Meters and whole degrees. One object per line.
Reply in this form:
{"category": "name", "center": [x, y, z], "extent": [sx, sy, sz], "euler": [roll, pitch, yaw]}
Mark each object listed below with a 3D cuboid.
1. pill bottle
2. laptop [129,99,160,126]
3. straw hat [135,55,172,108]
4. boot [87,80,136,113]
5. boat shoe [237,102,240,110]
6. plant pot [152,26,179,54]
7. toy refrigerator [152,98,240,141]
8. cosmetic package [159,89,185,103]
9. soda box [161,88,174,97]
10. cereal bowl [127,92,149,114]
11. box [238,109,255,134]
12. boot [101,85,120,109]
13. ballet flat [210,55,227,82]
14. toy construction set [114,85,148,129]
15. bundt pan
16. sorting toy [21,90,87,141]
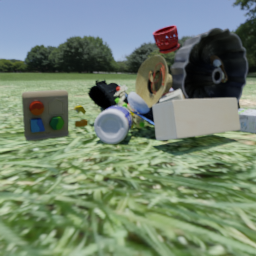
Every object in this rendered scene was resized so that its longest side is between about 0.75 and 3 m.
{"category": "pill bottle", "center": [-0.374, -0.164, 8.565], "extent": [0.975, 0.975, 1.629], "euler": [2, 13, 9]}
{"category": "laptop", "center": [1.079, -0.472, 9.075], "extent": [1.435, 0.836, 1.619], "euler": [33, 61, 22]}
{"category": "straw hat", "center": [1.008, -1.445, 9.078], "extent": [0.748, 1.768, 1.768], "euler": [3, 9, -31]}
{"category": "boot", "center": [-0.396, -0.967, 10.698], "extent": [2.212, 0.819, 1.813], "euler": [43, 21, 7]}
{"category": "boat shoe", "center": [4.138, -1.236, 11.401], "extent": [0.812, 2.178, 0.678], "euler": [-32, 26, -6]}
{"category": "plant pot", "center": [1.274, -2.881, 9.227], "extent": [0.805, 0.733, 0.805], "euler": [-15, 26, 8]}
{"category": "toy refrigerator", "center": [1.940, -0.267, 7.848], "extent": [2.581, 0.980, 0.903], "euler": [-6, -1, -35]}
{"category": "cosmetic package", "center": [1.532, -0.435, 8.545], "extent": [0.685, 1.302, 0.463], "euler": [-19, 20, 21]}
{"category": "soda box", "center": [2.078, -1.125, 10.846], "extent": [2.650, 0.928, 0.840], "euler": [-10, 15, -7]}
{"category": "cereal bowl", "center": [0.281, -0.742, 9.009], "extent": [0.352, 0.845, 0.845], "euler": [-46, 22, -6]}
{"category": "box", "center": [4.327, -0.269, 9.809], "extent": [1.189, 0.651, 1.347], "euler": [9, 15, 34]}
{"category": "boot", "center": [-0.940, -1.512, 13.897], "extent": [0.970, 1.205, 2.667], "euler": [0, 7, -9]}
{"category": "ballet flat", "center": [3.080, -1.998, 9.486], "extent": [0.341, 1.004, 0.363], "euler": [-23, 8, 19]}
{"category": "toy construction set", "center": [0.132, -0.683, 9.892], "extent": [1.160, 1.769, 0.815], "euler": [-47, 6, -12]}
{"category": "bundt pan", "center": [2.624, -1.779, 9.519], "extent": [3.028, 3.028, 1.136], "euler": [-7, 15, -30]}
{"category": "sorting toy", "center": [-2.157, -0.403, 8.503], "extent": [1.956, 1.457, 0.262], "euler": [-7, 18, -28]}
